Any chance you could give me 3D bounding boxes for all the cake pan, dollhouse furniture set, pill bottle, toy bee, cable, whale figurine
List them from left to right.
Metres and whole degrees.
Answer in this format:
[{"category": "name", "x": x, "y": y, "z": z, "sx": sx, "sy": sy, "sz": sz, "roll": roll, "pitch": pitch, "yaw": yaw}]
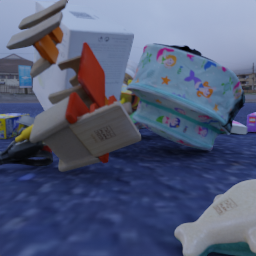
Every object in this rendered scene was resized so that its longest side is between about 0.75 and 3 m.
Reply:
[{"category": "cable", "x": -1.519, "y": 0.318, "z": 3.661, "sx": 1.295, "sy": 0.629, "sz": 0.326, "roll": -15, "pitch": 42, "yaw": -2}, {"category": "cake pan", "x": -1.849, "y": -0.017, "z": 6.043, "sx": 1.061, "sy": 0.195, "sz": 1.061, "roll": 18, "pitch": -8, "yaw": 3}, {"category": "dollhouse furniture set", "x": -0.507, "y": -0.496, "z": 3.869, "sx": 1.097, "sy": 2.129, "sz": 2.106, "roll": -22, "pitch": 38, "yaw": 14}, {"category": "toy bee", "x": -0.313, "y": -0.974, "z": 8.662, "sx": 2.243, "sy": 1.219, "sz": 1.468, "roll": -12, "pitch": 37, "yaw": 7}, {"category": "pill bottle", "x": -0.375, "y": -2.243, "z": 14.866, "sx": 1.607, "sy": 1.607, "sz": 2.810, "roll": 4, "pitch": 51, "yaw": 35}, {"category": "whale figurine", "x": 0.685, "y": 0.624, "z": 1.700, "sx": 0.762, "sy": 0.395, "sz": 0.606, "roll": -24, "pitch": 12, "yaw": -2}]

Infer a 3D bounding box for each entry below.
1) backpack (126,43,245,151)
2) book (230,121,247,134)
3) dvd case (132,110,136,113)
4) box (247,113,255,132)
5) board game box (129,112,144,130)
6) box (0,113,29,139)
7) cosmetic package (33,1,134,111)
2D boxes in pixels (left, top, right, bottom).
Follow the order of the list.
[{"category": "backpack", "x": 0.904, "y": -0.505, "z": 4.572, "sx": 1.724, "sy": 1.462, "sz": 1.942, "roll": 25, "pitch": -2, "yaw": 25}, {"category": "book", "x": 2.720, "y": -0.075, "z": 7.799, "sx": 0.918, "sy": 0.330, "sz": 1.374, "roll": 9, "pitch": 8, "yaw": 14}, {"category": "dvd case", "x": 0.081, "y": -0.520, "z": 10.241, "sx": 1.692, "sy": 0.182, "sz": 2.276, "roll": 4, "pitch": -4, "yaw": 2}, {"category": "box", "x": 4.479, "y": -0.183, "z": 8.007, "sx": 1.675, "sy": 0.478, "sz": 2.447, "roll": 4, "pitch": 7, "yaw": 31}, {"category": "board game box", "x": 0.596, "y": -0.361, "z": 6.475, "sx": 1.589, "sy": 0.231, "sz": 1.070, "roll": -28, "pitch": -9, "yaw": 3}, {"category": "box", "x": -2.987, "y": -0.078, "z": 7.002, "sx": 0.541, "sy": 0.496, "sz": 1.543, "roll": 3, "pitch": 6, "yaw": 0}, {"category": "cosmetic package", "x": -1.374, "y": -1.591, "z": 7.268, "sx": 1.586, "sy": 2.580, "sz": 2.572, "roll": -8, "pitch": 37, "yaw": -31}]
